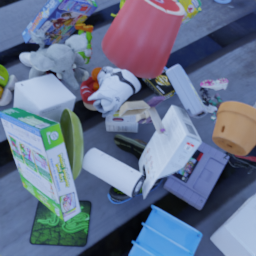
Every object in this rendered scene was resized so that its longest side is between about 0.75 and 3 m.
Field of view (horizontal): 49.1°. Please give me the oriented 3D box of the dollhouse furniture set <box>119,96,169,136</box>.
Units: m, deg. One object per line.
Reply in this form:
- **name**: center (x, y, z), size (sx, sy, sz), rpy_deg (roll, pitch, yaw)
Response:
- **dollhouse furniture set**: center (0.335, -0.077, 7.082), size (1.382, 1.095, 0.981), rpy_deg (-9, 69, -42)

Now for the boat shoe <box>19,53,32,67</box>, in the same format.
- **boat shoe**: center (-4.417, -3.314, 13.578), size (2.092, 0.731, 0.742), rpy_deg (25, 61, 15)

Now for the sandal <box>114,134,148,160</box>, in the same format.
- **sandal**: center (0.426, 0.753, 10.945), size (2.144, 0.851, 0.612), rpy_deg (30, 48, 18)

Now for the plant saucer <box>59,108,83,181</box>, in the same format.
- **plant saucer**: center (-1.672, 0.536, 8.153), size (0.345, 2.218, 2.218), rpy_deg (1, 55, -24)

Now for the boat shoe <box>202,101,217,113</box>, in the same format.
- **boat shoe**: center (3.574, -0.957, 12.270), size (1.104, 0.378, 0.398), rpy_deg (20, 59, 12)

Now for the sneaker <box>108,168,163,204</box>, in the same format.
- **sneaker**: center (0.347, 1.953, 10.044), size (2.328, 0.965, 0.825), rpy_deg (-25, 62, -15)

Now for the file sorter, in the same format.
- **file sorter**: center (0.883, 3.775, 8.185), size (1.735, 1.534, 2.501), rpy_deg (26, 73, 20)

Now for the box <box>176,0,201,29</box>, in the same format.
- **box**: center (2.140, -4.871, 11.552), size (0.472, 1.950, 1.144), rpy_deg (-20, 84, -39)

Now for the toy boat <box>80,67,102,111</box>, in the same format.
- **toy boat**: center (-1.218, -1.776, 11.766), size (1.539, 1.541, 2.358), rpy_deg (-5, 26, -14)

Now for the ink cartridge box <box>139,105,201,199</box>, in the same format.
- **ink cartridge box**: center (1.029, 0.687, 7.634), size (0.545, 2.173, 1.762), rpy_deg (20, 26, -13)

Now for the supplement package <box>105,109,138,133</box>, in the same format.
- **supplement package**: center (-0.245, -0.311, 11.650), size (1.306, 0.715, 0.743), rpy_deg (2, 57, 2)

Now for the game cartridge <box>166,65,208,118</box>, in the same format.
- **game cartridge**: center (1.893, -1.136, 8.910), size (0.517, 2.553, 1.702), rpy_deg (-33, 81, 16)

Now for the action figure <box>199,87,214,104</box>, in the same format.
- **action figure**: center (2.959, -1.231, 10.487), size (0.479, 0.939, 0.558), rpy_deg (-31, 65, 12)

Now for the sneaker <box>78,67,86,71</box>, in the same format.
- **sneaker**: center (-2.817, -2.592, 13.258), size (1.623, 0.488, 0.847), rpy_deg (-19, 54, -16)

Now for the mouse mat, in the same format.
- **mouse mat**: center (-2.321, 3.268, 9.742), size (1.966, 0.074, 1.582), rpy_deg (2, 57, 1)

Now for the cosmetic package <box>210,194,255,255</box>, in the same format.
- **cosmetic package**: center (4.102, 3.257, 8.714), size (2.139, 1.790, 1.779), rpy_deg (-35, 64, -20)

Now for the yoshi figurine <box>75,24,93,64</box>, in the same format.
- **yoshi figurine**: center (-1.940, -3.450, 11.778), size (0.922, 1.646, 0.925), rpy_deg (-1, 31, -8)

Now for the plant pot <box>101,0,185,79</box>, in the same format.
- **plant pot**: center (0.656, -3.750, 10.687), size (2.842, 2.514, 2.842), rpy_deg (16, 43, -16)

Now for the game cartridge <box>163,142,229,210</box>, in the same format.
- **game cartridge**: center (2.586, 1.643, 10.589), size (1.596, 0.472, 2.461), rpy_deg (32, 62, 14)

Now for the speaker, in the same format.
- **speaker**: center (-0.418, 1.183, 7.591), size (1.680, 0.682, 0.682), rpy_deg (26, 61, 23)

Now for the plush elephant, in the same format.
- **plush elephant**: center (-2.329, -2.092, 9.548), size (2.193, 2.663, 2.062), rpy_deg (-34, 32, -19)

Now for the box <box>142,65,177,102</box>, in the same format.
- **box**: center (1.639, -2.158, 13.038), size (1.330, 0.411, 1.665), rpy_deg (-28, 61, -19)

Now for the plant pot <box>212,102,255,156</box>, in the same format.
- **plant pot**: center (2.886, 0.095, 7.434), size (1.391, 1.391, 0.974), rpy_deg (28, 78, 17)

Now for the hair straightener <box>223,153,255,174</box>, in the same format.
- **hair straightener**: center (3.552, 1.119, 8.385), size (1.502, 0.578, 0.307), rpy_deg (11, 20, 43)

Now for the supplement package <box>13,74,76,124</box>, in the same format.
- **supplement package**: center (-2.812, -0.390, 9.164), size (1.331, 2.222, 1.347), rpy_deg (44, 45, 20)

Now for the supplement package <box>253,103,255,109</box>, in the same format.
- **supplement package**: center (5.952, -0.874, 12.132), size (0.868, 0.526, 0.520), rpy_deg (-16, 59, -10)

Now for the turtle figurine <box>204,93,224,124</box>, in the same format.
- **turtle figurine**: center (3.540, -0.723, 10.669), size (0.975, 0.656, 1.302), rpy_deg (-13, 53, -18)

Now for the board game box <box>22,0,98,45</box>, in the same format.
- **board game box**: center (-2.798, -4.370, 11.412), size (1.886, 2.786, 0.480), rpy_deg (-17, 81, -54)

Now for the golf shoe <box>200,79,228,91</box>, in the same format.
- **golf shoe**: center (2.456, -1.197, 8.013), size (0.761, 0.348, 0.286), rpy_deg (-2, 45, 14)

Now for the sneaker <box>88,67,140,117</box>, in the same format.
- **sneaker**: center (-0.738, -1.228, 9.324), size (1.454, 0.951, 2.530), rpy_deg (-46, 28, -11)

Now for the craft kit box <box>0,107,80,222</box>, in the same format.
- **craft kit box**: center (-2.537, 0.912, 7.919), size (0.656, 2.669, 2.702), rpy_deg (-23, 27, -37)

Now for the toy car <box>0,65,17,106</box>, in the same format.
- **toy car**: center (-6.052, -1.879, 12.353), size (1.475, 1.721, 1.967), rpy_deg (-18, 51, 33)

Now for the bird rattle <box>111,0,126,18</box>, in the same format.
- **bird rattle**: center (0.343, -5.783, 14.884), size (2.174, 1.502, 2.667), rpy_deg (-12, 60, -27)
